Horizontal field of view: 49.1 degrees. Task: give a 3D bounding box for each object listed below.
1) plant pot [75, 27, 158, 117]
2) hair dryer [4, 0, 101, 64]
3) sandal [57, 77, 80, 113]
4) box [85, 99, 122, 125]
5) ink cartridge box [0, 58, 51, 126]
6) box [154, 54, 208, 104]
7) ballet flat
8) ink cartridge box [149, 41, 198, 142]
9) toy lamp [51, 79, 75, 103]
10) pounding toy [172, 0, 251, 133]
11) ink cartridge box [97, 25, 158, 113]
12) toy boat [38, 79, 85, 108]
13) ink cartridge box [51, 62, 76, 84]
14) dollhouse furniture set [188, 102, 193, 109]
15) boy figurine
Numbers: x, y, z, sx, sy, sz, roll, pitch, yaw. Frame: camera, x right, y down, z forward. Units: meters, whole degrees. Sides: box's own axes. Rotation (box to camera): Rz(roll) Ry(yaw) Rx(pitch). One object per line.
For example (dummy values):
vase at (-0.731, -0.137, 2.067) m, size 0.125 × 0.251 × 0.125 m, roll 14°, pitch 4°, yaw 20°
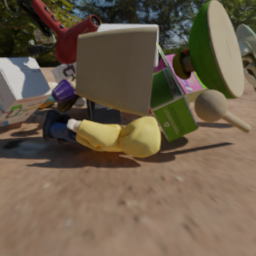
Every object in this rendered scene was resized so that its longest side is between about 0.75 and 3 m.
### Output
plant pot at (-0.290, -1.268, 5.931) m, size 1.487 × 1.678 × 1.680 m, roll 4°, pitch 15°, yaw -3°
hair dryer at (-1.887, -2.513, 7.120) m, size 2.625 × 1.999 × 0.713 m, roll 8°, pitch 51°, yaw 18°
sandal at (-1.842, -1.521, 10.043) m, size 0.694 × 1.039 × 2.543 m, roll 32°, pitch 55°, yaw 6°
box at (-0.834, -0.936, 8.615) m, size 0.923 × 1.463 × 1.488 m, roll -7°, pitch 15°, yaw -12°
ink cartridge box at (-3.269, -0.988, 7.866) m, size 1.696 × 1.238 × 1.244 m, roll -33°, pitch -6°, yaw 36°
box at (1.858, -1.551, 8.624) m, size 1.581 × 1.390 × 0.764 m, roll -16°, pitch -21°, yaw -27°
ballet flat at (3.527, -1.914, 8.066) m, size 0.783 × 2.253 × 0.783 m, roll -25°, pitch -8°, yaw -4°
ink cartridge box at (0.777, -0.998, 6.685) m, size 0.812 × 2.145 × 1.585 m, roll -26°, pitch 33°, yaw 14°
toy lamp at (-1.167, -1.305, 7.434) m, size 1.919 × 0.559 × 0.559 m, roll -38°, pitch 32°, yaw -24°
pounding toy at (1.728, -1.314, 6.496) m, size 1.327 × 2.860 × 2.208 m, roll -12°, pitch -18°, yaw 36°
ink cartridge box at (-0.022, -2.048, 9.710) m, size 2.065 × 2.844 × 1.186 m, roll 3°, pitch 34°, yaw 8°
toy boat at (-2.921, -1.261, 11.109) m, size 2.466 × 1.146 × 2.073 m, roll -4°, pitch 8°, yaw 13°
ink cartridge box at (-1.658, -1.834, 8.657) m, size 1.133 × 0.478 × 0.820 m, roll -13°, pitch 19°, yaw 24°
dollhouse furniture set at (1.626, -1.070, 9.611) m, size 1.085 × 0.621 × 1.272 m, roll 5°, pitch 53°, yaw 29°
boy figurine at (-0.575, 0.091, 5.674) m, size 2.489 × 0.802 × 1.548 m, roll 3°, pitch -10°, yaw 29°
